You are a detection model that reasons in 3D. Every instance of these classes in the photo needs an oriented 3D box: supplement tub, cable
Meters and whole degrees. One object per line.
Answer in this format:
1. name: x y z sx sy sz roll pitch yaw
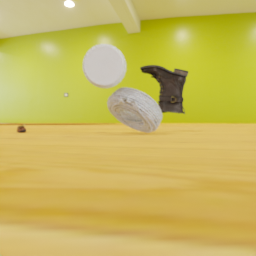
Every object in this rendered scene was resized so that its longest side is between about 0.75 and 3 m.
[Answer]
1. supplement tub: -0.696 -1.836 8.452 1.262 1.262 1.735 0 10 -2
2. cable: 0.183 -0.529 8.795 1.798 0.623 1.798 40 -22 -32

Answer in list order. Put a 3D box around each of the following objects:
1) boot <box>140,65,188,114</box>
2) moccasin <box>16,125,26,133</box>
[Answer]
1. boot: 1.283 -1.417 10.581 2.007 1.748 0.695 13 12 16
2. moccasin: -3.901 0.024 10.246 0.284 0.300 0.777 -1 2 -27
